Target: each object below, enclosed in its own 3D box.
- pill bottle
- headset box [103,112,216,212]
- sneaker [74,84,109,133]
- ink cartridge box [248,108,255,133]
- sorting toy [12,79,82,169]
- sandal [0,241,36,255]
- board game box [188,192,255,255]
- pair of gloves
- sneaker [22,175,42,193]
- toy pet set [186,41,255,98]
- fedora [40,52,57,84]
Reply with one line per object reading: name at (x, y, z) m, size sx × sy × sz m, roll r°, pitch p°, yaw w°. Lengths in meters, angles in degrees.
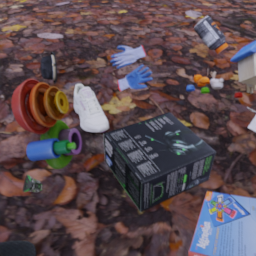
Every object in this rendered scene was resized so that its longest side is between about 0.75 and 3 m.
pill bottle at (2.792, -3.048, 9.330) m, size 0.637 × 0.637 × 1.200 m, roll -36°, pitch 88°, yaw -37°
headset box at (1.028, 0.925, 9.350) m, size 2.922 × 1.356 × 2.544 m, roll -19°, pitch 41°, yaw -23°
sneaker at (-1.673, -0.824, 11.581) m, size 1.034 × 1.376 × 2.763 m, roll -19°, pitch 43°, yaw -23°
ink cartridge box at (4.317, 0.037, 8.631) m, size 1.662 × 0.564 × 0.957 m, roll 36°, pitch 14°, yaw 26°
sorting toy at (-1.611, 0.043, 6.529) m, size 1.060 × 2.581 × 1.551 m, roll -7°, pitch 49°, yaw 16°
sandal at (-3.739, 3.354, 6.975) m, size 2.742 × 0.656 × 1.031 m, roll 8°, pitch 36°, yaw -11°
board game box at (1.784, 1.663, 4.710) m, size 1.170 × 0.221 × 2.273 m, roll 6°, pitch 11°, yaw 21°
pair of gloves at (0.064, -1.563, 7.242) m, size 0.995 × 1.238 × 0.141 m, roll -16°, pitch 3°, yaw 19°
sneaker at (-2.130, 1.271, 6.306) m, size 0.399 × 0.937 × 0.366 m, roll 11°, pitch 77°, yaw -13°
toy pet set at (3.077, -1.740, 8.147) m, size 2.109 × 1.970 × 1.120 m, roll 4°, pitch 80°, yaw -22°
fedora at (-2.573, -1.922, 9.013) m, size 0.464 × 1.016 × 1.016 m, roll -5°, pitch 38°, yaw -20°
